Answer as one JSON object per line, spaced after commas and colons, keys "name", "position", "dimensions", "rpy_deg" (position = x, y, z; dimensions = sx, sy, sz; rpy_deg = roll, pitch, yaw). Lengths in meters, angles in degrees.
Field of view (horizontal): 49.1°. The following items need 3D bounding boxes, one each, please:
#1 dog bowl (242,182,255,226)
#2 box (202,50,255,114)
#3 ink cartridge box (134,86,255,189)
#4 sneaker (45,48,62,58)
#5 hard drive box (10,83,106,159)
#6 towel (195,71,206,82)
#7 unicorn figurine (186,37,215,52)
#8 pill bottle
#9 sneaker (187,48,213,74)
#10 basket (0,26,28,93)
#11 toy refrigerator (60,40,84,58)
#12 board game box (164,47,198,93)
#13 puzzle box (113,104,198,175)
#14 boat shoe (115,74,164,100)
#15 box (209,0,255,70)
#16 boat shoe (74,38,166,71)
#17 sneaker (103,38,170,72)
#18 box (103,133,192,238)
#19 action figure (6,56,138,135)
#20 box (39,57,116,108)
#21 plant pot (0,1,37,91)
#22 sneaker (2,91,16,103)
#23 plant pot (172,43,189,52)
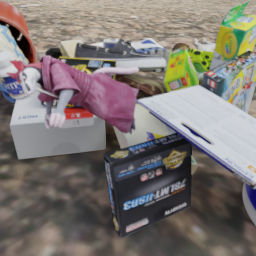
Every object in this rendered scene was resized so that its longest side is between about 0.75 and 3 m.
{"name": "dog bowl", "position": [3.463, 1.111, 4.863], "dimensions": [2.616, 1.030, 2.616], "rpy_deg": [0, 34, 0]}
{"name": "box", "position": [2.206, -0.552, 6.303], "dimensions": [1.372, 2.009, 0.379], "rpy_deg": [-28, 47, -22]}
{"name": "ink cartridge box", "position": [1.372, 0.056, 4.492], "dimensions": [2.035, 0.414, 2.039], "rpy_deg": [39, 35, 28]}
{"name": "sneaker", "position": [-2.747, -3.128, 11.824], "dimensions": [1.368, 0.411, 0.713], "rpy_deg": [-10, 30, -20]}
{"name": "hard drive box", "position": [-1.747, -0.464, 7.253], "dimensions": [2.023, 0.997, 2.595], "rpy_deg": [-6, 35, -11]}
{"name": "towel", "position": [2.537, -1.960, 10.216], "dimensions": [1.291, 0.198, 0.963], "rpy_deg": [14, 34, 18]}
{"name": "unicorn figurine", "position": [3.569, -3.534, 12.298], "dimensions": [1.974, 0.729, 1.356], "rpy_deg": [-26, 49, -11]}
{"name": "pill bottle", "position": [-2.681, -1.226, 6.483], "dimensions": [0.590, 0.986, 0.590], "rpy_deg": [-9, 43, 9]}
{"name": "sneaker", "position": [2.683, -2.268, 9.748], "dimensions": [0.784, 0.695, 1.876], "rpy_deg": [28, 7, -46]}
{"name": "basket", "position": [-3.747, -1.501, 7.124], "dimensions": [1.481, 1.877, 2.129], "rpy_deg": [20, 61, 19]}
{"name": "toy refrigerator", "position": [-1.814, -2.328, 10.112], "dimensions": [0.898, 0.974, 2.566], "rpy_deg": [-12, 36, -17]}
{"name": "board game box", "position": [1.661, -1.444, 8.455], "dimensions": [0.572, 1.221, 2.403], "rpy_deg": [-18, 27, 23]}
{"name": "puzzle box", "position": [0.443, 0.117, 6.502], "dimensions": [1.574, 0.301, 2.366], "rpy_deg": [13, 29, -22]}
{"name": "boat shoe", "position": [-0.142, -1.145, 8.467], "dimensions": [2.377, 0.858, 0.856], "rpy_deg": [17, 36, 15]}
{"name": "box", "position": [2.846, -1.864, 7.673], "dimensions": [0.694, 2.867, 1.682], "rpy_deg": [23, 41, 28]}
{"name": "boat shoe", "position": [-0.276, -2.166, 8.234], "dimensions": [2.758, 0.914, 0.964], "rpy_deg": [3, 7, 12]}
{"name": "sneaker", "position": [0.367, -2.938, 11.099], "dimensions": [2.708, 1.094, 1.564], "rpy_deg": [6, 30, -3]}
{"name": "box", "position": [0.391, 0.937, 4.718], "dimensions": [1.475, 1.464, 0.366], "rpy_deg": [-15, 24, -22]}
{"name": "action figure", "position": [-0.802, -0.708, 4.697], "dimensions": [2.301, 1.714, 1.542], "rpy_deg": [23, -7, -35]}
{"name": "box", "position": [-1.136, -1.168, 6.976], "dimensions": [1.593, 0.492, 1.994], "rpy_deg": [5, 34, -1]}
{"name": "plant pot", "position": [-3.787, -2.564, 8.141], "dimensions": [2.170, 2.170, 2.111], "rpy_deg": [-8, 42, -11]}
{"name": "sneaker", "position": [-3.760, -1.583, 9.260], "dimensions": [0.814, 0.904, 2.320], "rpy_deg": [-10, 56, -16]}
{"name": "plant pot", "position": [2.131, -2.936, 11.369], "dimensions": [0.726, 0.726, 0.777], "rpy_deg": [6, 44, 9]}
